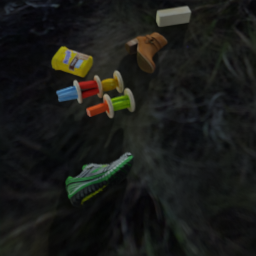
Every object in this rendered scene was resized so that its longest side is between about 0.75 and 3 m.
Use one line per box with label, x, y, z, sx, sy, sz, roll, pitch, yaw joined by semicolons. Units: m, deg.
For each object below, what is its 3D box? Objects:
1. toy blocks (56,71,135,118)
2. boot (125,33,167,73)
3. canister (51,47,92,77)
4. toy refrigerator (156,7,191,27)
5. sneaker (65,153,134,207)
toy blocks;-1.267;-1.093;10.472;2.487;0.903;2.072;-16;50;-14
boot;1.050;-3.422;12.332;1.653;0.787;2.137;-26;61;-15
canister;-2.380;-2.820;12.059;1.436;0.622;1.067;19;59;11
toy refrigerator;2.210;-5.487;13.786;1.569;0.596;0.549;-11;58;-6
sneaker;-0.904;1.445;9.085;2.482;0.968;1.057;-28;61;-16
